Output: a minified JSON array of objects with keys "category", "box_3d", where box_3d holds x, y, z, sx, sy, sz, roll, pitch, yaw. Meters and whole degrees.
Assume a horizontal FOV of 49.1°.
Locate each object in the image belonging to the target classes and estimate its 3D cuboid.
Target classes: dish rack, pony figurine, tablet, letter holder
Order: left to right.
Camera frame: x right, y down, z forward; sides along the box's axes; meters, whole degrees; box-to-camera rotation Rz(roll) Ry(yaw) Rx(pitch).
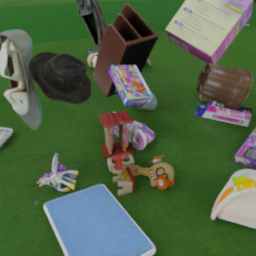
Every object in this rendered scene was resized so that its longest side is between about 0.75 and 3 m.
[{"category":"dish rack","box_3d":[-4.563,0.392,9.506,0.974,0.247,1.135,7,34,8]},{"category":"pony figurine","box_3d":[-1.929,1.313,7.771,1.001,0.834,0.966,13,42,-7]},{"category":"tablet","box_3d":[-0.778,2.263,6.443,1.712,0.180,2.631,-14,29,-27]},{"category":"letter holder","box_3d":[-0.377,-2.481,8.985,1.205,2.397,1.703,-26,71,-31]}]

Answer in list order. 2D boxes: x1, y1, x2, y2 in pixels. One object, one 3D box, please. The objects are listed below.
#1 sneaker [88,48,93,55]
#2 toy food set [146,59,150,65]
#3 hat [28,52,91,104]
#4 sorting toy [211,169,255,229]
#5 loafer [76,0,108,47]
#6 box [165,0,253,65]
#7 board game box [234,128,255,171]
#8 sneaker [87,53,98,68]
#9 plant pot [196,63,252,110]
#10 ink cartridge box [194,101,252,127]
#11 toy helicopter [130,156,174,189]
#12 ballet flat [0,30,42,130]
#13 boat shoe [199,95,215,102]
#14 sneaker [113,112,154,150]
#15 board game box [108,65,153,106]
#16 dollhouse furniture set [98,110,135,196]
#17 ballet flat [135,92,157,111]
[{"category":"sneaker","box_3d":[-2.274,-4.754,17.204,0.306,0.369,0.772,-10,35,-15]},{"category":"toy food set","box_3d":[0.201,-3.580,15.379,1.895,0.572,1.360,-2,22,-5]},{"category":"hat","box_3d":[-1.305,-1.217,6.001,1.486,0.600,1.486,26,44,-28]},{"category":"sorting toy","box_3d":[3.479,1.641,7.085,2.375,1.269,2.138,12,16,17]},{"category":"loafer","box_3d":[-1.424,-4.249,10.699,0.835,2.325,0.731,-6,31,45]},{"category":"box","box_3d":[2.481,-3.263,8.688,1.734,1.971,0.953,38,6,21]},{"category":"board game box","box_3d":[4.419,0.698,9.010,1.288,0.347,2.146,27,42,29]},{"category":"sneaker","box_3d":[-0.986,-3.908,15.467,1.167,0.971,2.590,24,49,32]},{"category":"plant pot","box_3d":[2.765,-1.286,8.304,1.228,1.240,1.240,16,33,-5]},{"category":"ink cartridge box","box_3d":[3.706,-0.619,10.970,2.061,0.382,0.976,12,35,22]},{"category":"toy helicopter","box_3d":[0.648,1.181,7.858,1.342,0.887,0.529,1,0,33]},{"category":"ballet flat","box_3d":[-2.553,-1.027,6.440,0.787,2.336,0.744,10,20,32]},{"category":"boat shoe","box_3d":[3.702,-1.497,12.201,1.588,0.572,0.536,-24,7,-20]},{"category":"sneaker","box_3d":[0.160,0.034,9.678,0.855,0.778,1.933,-18,41,-37]},{"category":"board game box","box_3d":[0.045,-0.841,5.436,0.578,0.192,0.859,-8,60,-32]},{"category":"dollhouse furniture set","box_3d":[-0.142,0.629,8.214,0.963,1.275,2.369,-9,34,-14]},{"category":"ballet flat","box_3d":[0.326,-1.523,12.053,0.888,0.940,2.789,13,24,-34]}]
